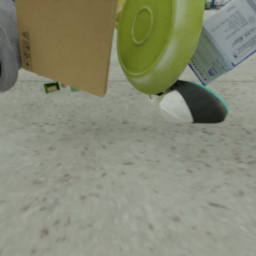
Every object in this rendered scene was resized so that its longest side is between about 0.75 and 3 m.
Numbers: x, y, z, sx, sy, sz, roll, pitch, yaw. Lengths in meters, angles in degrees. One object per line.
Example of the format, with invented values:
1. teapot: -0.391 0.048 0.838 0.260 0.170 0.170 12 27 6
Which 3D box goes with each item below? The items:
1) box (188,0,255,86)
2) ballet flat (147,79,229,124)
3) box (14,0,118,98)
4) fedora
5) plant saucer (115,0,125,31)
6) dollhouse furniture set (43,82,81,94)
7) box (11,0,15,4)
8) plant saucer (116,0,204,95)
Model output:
1. box: 2.371 -2.043 6.180 1.912 1.091 2.079 -37 0 0
2. ballet flat: 1.002 -0.620 6.042 0.914 0.909 2.672 -32 32 -3
3. box: -1.336 -2.080 5.833 2.210 2.704 0.288 21 43 9
4. fedora: -3.383 -2.393 6.751 2.627 2.971 1.341 -3 31 39
5. plant saucer: 0.717 -3.467 9.084 2.651 2.652 0.642 -20 44 36
6. dollhouse furniture set: -1.792 -1.201 7.597 1.149 0.574 0.444 -2 15 42
7. box: -3.699 -4.033 8.282 2.213 0.554 2.229 7 -14 9
8. plant saucer: 0.430 -2.109 5.917 0.431 2.774 2.774 3 23 -31
